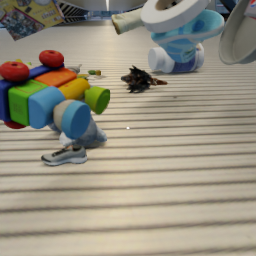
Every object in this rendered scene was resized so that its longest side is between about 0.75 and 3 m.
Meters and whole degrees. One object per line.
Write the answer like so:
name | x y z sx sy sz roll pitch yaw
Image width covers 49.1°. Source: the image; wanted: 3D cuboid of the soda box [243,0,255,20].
soda box | 2.971 -1.951 4.811 1.817 0.636 0.576 8 28 -21

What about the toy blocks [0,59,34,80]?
toy blocks | -4.537 -2.160 11.841 1.371 1.003 2.006 27 36 27

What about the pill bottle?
pill bottle | 2.382 -3.552 14.131 2.583 1.433 1.433 -9 25 -19

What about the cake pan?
cake pan | 3.188 -2.635 7.106 0.425 2.315 2.315 19 21 -13

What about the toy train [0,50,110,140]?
toy train | -0.887 -0.666 4.759 1.377 1.007 2.380 21 33 16

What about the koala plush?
koala plush | -1.283 -0.140 7.016 1.399 1.450 1.578 -5 43 -41

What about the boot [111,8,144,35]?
boot | 0.147 -3.950 10.172 1.416 0.660 1.831 -20 28 4

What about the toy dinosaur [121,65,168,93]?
toy dinosaur | 0.585 -1.985 11.365 1.991 1.017 1.351 -12 0 28

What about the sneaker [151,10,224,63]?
sneaker | 2.114 -2.851 9.082 2.447 0.973 1.598 9 -20 42

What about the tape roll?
tape roll | 1.313 -3.509 7.929 2.042 0.373 2.042 -22 43 22

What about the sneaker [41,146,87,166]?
sneaker | -1.404 0.575 6.140 0.983 0.390 0.363 -6 26 -9

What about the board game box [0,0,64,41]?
board game box | -2.889 -3.367 8.145 1.702 1.153 0.295 -16 42 12

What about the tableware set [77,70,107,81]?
tableware set | -2.030 -2.474 13.129 1.307 0.298 1.940 21 32 39
